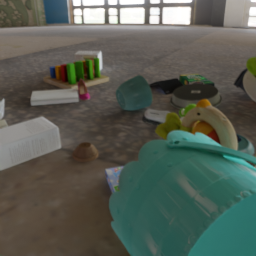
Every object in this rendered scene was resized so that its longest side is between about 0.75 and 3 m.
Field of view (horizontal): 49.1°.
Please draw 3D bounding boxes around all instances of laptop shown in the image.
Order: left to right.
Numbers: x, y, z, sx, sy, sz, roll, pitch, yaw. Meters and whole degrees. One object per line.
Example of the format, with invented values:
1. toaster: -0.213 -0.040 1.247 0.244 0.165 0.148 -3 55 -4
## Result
1. laptop: 2.088 -2.197 15.293 1.414 0.824 1.595 -13 3 -27

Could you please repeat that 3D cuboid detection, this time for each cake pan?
1. cake pan: 3.148 -1.496 13.073 2.380 0.437 2.380 -6 29 3

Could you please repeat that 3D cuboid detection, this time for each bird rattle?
1. bird rattle: 1.829 0.474 6.919 1.414 2.046 2.509 -11 59 -22

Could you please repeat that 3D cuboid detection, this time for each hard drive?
1. hard drive: -3.566 -1.523 13.658 2.166 0.285 1.429 -5 26 -12

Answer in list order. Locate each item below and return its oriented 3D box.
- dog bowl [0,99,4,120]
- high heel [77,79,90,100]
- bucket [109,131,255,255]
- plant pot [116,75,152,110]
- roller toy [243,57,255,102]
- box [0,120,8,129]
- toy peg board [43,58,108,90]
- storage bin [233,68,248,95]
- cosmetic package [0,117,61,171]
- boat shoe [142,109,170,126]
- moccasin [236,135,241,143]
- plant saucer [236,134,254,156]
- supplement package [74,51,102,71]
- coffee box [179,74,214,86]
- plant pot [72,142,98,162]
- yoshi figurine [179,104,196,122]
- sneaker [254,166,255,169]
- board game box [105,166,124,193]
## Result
1. dog bowl: -6.440 -0.692 11.275 2.871 0.842 2.871 0 25 0
2. high heel: -2.216 -1.895 13.888 0.523 0.745 1.553 -5 26 -11
3. bucket: 1.197 1.513 4.399 2.695 2.695 1.754 -11 24 -22
4. plant pot: 0.169 -1.434 12.247 1.175 1.465 1.465 -22 32 -21
5. roller toy: 6.538 -2.050 12.264 2.531 1.939 2.775 -27 65 -32
6. box: -4.857 0.206 9.663 1.335 0.634 0.519 -16 30 -28
7. toy peg board: -3.051 -3.347 16.218 2.757 1.354 2.768 23 33 39
8. storage bin: 6.514 -2.178 14.090 1.924 1.400 1.292 -13 56 -26
9. cosmetic package: -3.461 0.480 8.844 2.351 0.871 1.195 -22 33 -35
10. boat shoe: 1.242 -0.327 10.799 1.563 0.554 0.563 14 51 -22
11. moccasin: 3.357 0.207 9.498 0.385 0.454 1.130 -6 38 -21
12. plant saucer: 3.314 0.521 9.455 1.779 0.244 1.779 -1 25 0
13. supplement package: -2.628 -4.403 18.598 1.556 1.181 1.172 2 26 5
14. coffee box: 3.764 -2.536 15.574 1.220 0.436 1.984 -5 26 -11
15. plant pot: -1.366 0.711 8.893 0.821 0.379 0.821 -1 25 0
16. yoshi figurine: 2.145 -0.077 9.118 0.973 0.976 1.737 -32 53 22
17. sneaker: 3.238 1.439 6.519 2.075 0.726 0.934 -31 3 -36
18. board game box: 0.058 1.488 7.360 1.050 0.254 1.388 -8 28 -16
